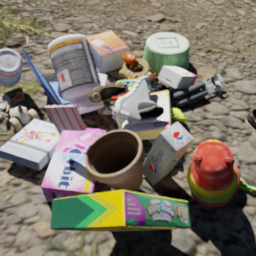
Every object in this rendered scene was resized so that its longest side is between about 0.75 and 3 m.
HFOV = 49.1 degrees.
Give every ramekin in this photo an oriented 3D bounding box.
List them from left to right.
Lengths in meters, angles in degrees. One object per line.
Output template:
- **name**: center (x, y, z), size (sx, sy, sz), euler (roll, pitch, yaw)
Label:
- **ramekin**: center (1.870, -3.656, 13.649), size (2.346, 1.146, 2.346), euler (0, 46, 0)

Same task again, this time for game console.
- **game console**: center (-2.723, -1.901, 11.297), size (2.409, 1.670, 2.823), euler (-12, 46, -30)

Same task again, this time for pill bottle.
- **pill bottle**: center (-4.964, -2.347, 11.548), size (1.066, 1.960, 1.066), euler (6, 75, -22)
- **pill bottle**: center (-1.885, -1.918, 10.429), size (1.569, 1.569, 2.696), euler (-16, 90, -14)

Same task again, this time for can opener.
- **can opener**: center (3.079, -1.600, 12.112), size (2.605, 0.866, 0.686), euler (-25, 95, -21)

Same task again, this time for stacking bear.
- **stacking bear**: center (2.318, 1.212, 7.709), size (1.607, 2.646, 1.505), euler (8, 66, 20)

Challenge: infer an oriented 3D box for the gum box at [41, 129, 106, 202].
- **gum box**: center (-1.655, 1.231, 9.140), size (1.516, 0.883, 2.671), euler (5, 46, 5)

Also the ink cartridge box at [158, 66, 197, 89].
- **ink cartridge box**: center (2.169, -2.206, 12.219), size (1.077, 0.619, 1.484), euler (35, 28, 27)

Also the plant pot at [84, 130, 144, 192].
- **plant pot**: center (-0.197, 1.142, 8.163), size (1.711, 1.493, 1.711), euler (-14, 41, 13)

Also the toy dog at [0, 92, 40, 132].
- **toy dog**: center (-4.518, -0.798, 10.978), size (2.158, 1.039, 1.423), euler (19, 48, 16)

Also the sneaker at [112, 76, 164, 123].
- **sneaker**: center (0.685, -0.887, 9.832), size (1.495, 0.971, 2.588), euler (18, 45, 23)

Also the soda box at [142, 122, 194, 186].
- **soda box**: center (1.107, 0.844, 8.487), size (0.775, 2.269, 0.720), euler (-31, 68, -30)

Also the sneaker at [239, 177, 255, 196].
- **sneaker**: center (3.871, 1.838, 8.998), size (0.924, 0.354, 0.387), euler (32, 40, 20)

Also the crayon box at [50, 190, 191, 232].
- **crayon box**: center (-0.112, 2.064, 6.642), size (2.203, 2.554, 0.744), euler (-16, 64, 37)

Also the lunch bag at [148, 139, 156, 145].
- **lunch bag**: center (1.123, 0.120, 10.492), size (1.010, 0.485, 1.259), euler (-19, 49, -17)

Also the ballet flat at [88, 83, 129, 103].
- **ballet flat**: center (-0.642, -1.243, 9.850), size (1.639, 0.552, 0.380), euler (-19, 27, -33)

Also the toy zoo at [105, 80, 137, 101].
- **toy zoo**: center (-0.098, -1.551, 11.597), size (1.860, 0.190, 1.220), euler (7, 49, 47)

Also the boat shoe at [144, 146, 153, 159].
- **boat shoe**: center (1.125, 0.773, 9.857), size (1.497, 0.451, 0.534), euler (-4, 38, -5)

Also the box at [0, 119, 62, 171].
- **box**: center (-3.232, 0.531, 9.919), size (1.565, 0.413, 2.007), euler (16, 36, 14)

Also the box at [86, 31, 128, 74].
- **box**: center (-1.046, -3.782, 13.858), size (1.477, 1.031, 1.939), euler (-22, 50, -20)

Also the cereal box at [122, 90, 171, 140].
- **cereal box**: center (0.715, -0.474, 10.398), size (1.721, 0.473, 2.392), euler (-7, 38, 13)

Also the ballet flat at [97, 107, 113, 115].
- **ballet flat**: center (-0.779, -0.670, 11.231), size (0.912, 0.315, 0.325), euler (-13, 47, -39)

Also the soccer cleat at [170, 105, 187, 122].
- **soccer cleat**: center (1.703, -0.555, 11.125), size (0.637, 0.492, 1.522), euler (-46, 48, -2)

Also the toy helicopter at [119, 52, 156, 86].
- **toy helicopter**: center (0.351, -2.162, 12.589), size (1.657, 0.989, 2.506), euler (15, 58, 2)

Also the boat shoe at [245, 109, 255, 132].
- **boat shoe**: center (5.293, 0.054, 10.492), size (0.716, 0.613, 1.958), euler (-22, 51, -22)

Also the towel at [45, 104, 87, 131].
- **towel**: center (-1.800, -0.290, 8.111), size (1.175, 0.859, 0.176), euler (2, 36, 32)

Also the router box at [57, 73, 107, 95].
- **router box**: center (-1.927, -1.882, 12.017), size (1.848, 0.451, 1.659), euler (11, 39, -7)

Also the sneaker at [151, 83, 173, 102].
- **sneaker**: center (1.125, -1.670, 12.076), size (1.734, 0.675, 0.608), euler (17, 49, 15)
